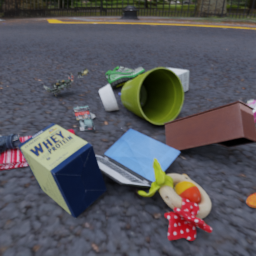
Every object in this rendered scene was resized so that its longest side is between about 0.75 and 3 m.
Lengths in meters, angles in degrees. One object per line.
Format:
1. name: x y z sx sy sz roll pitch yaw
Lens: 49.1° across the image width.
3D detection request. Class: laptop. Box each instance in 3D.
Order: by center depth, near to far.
1. laptop: -0.051 0.723 8.418 2.179 1.349 2.328 24 1 37

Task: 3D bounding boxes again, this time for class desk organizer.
1. desk organizer: 2.610 0.130 9.241 1.029 1.105 2.870 15 -23 -41

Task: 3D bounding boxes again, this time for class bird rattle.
1. bird rattle: 1.381 1.721 7.070 1.819 1.257 2.231 1 25 -41

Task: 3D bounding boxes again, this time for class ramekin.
1. ramekin: -0.896 -1.304 12.699 0.575 1.234 1.234 -21 30 -1

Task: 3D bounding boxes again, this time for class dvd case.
1. dvd case: -1.717 -0.352 10.941 0.689 0.944 0.104 -6 18 29

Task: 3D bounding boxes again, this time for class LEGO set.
1. LEGO set: -3.103 -2.195 14.117 2.584 0.732 1.678 -7 25 39

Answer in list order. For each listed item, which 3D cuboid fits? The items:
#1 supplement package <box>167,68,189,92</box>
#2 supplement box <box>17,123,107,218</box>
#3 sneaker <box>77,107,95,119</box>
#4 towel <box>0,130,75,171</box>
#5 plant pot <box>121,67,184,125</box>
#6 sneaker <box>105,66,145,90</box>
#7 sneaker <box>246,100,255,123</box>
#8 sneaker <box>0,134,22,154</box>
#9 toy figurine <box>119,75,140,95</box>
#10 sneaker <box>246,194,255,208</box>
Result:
1. supplement package: 2.156 -2.381 14.591 1.440 1.108 1.506 17 32 37
2. supplement box: -1.700 1.074 7.376 1.715 1.717 1.153 24 50 38
3. sneaker: -1.893 -0.643 12.189 1.064 0.436 0.398 17 32 29
4. towel: -3.094 0.679 9.856 2.630 0.296 1.902 -8 28 -15
5. plant pot: 0.802 -1.351 11.855 2.236 2.236 2.153 -16 14 -27
6. sneaker: -0.110 -3.050 15.664 2.624 1.024 1.118 -24 78 -40
7. sneaker: 5.650 -0.921 12.328 1.977 0.804 0.872 -20 36 -34
8. sneaker: -4.116 0.632 9.319 0.963 0.507 1.333 -2 29 5
9. toy figurine: 0.055 -1.941 14.112 1.128 0.993 1.883 -10 24 17
10. sneaker: 3.642 1.799 7.567 1.183 0.456 0.432 -17 33 -26
